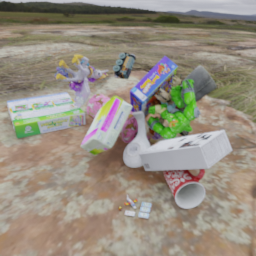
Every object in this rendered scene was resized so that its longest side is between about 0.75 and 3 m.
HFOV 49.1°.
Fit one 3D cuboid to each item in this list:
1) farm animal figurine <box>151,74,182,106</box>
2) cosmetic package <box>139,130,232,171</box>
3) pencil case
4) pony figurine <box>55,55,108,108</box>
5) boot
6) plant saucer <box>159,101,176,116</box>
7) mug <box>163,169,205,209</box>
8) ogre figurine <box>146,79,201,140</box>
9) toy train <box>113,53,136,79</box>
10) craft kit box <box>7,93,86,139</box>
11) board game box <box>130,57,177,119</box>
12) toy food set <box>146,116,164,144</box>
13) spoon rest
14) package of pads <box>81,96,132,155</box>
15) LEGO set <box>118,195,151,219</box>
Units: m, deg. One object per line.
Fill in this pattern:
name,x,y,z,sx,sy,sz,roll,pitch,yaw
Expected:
farm animal figurine,1.502,-1.187,9.732,0.659,1.059,1.311,42,70,16
cosmetic package,1.484,0.682,7.907,1.064,0.653,2.579,-24,5,-34
pencil case,-0.570,-0.418,11.490,1.170,1.223,2.826,-52,46,-5
pony figurine,-2.093,-2.159,12.085,2.089,2.017,1.740,20,39,-51
boot,2.499,-0.991,10.964,2.247,2.043,0.815,-38,19,-8
plant saucer,1.386,-0.671,10.199,0.965,0.173,0.965,11,60,-19
mug,1.677,1.525,8.138,1.151,0.865,1.296,-30,25,1
ogre figurine,1.533,-0.453,9.107,2.131,1.046,1.278,-36,57,14
toy train,-0.158,-2.886,13.042,0.795,0.594,1.395,15,69,17
craft kit box,-3.812,-0.702,12.850,2.967,0.720,2.930,-12,27,-23
board game box,0.886,-1.310,10.467,0.585,2.612,1.756,43,82,11
toy food set,0.929,0.115,10.302,0.232,0.936,1.473,24,61,-21
spoon rest,0.341,0.427,9.437,0.980,0.598,1.972,-7,60,24
package of pads,-0.778,-0.050,9.348,0.734,1.663,2.152,30,-20,-13
LEGO set,0.182,2.158,7.692,0.853,0.209,0.637,6,24,12
